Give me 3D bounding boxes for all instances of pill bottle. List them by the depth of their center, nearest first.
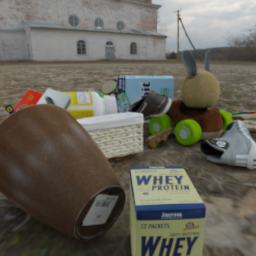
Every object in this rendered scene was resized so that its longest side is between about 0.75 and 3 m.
[{"bbox_3d":[-1.727,-0.472,9.423,2.580,1.451,1.451,-3,16,-13],"label":"pill bottle"}]

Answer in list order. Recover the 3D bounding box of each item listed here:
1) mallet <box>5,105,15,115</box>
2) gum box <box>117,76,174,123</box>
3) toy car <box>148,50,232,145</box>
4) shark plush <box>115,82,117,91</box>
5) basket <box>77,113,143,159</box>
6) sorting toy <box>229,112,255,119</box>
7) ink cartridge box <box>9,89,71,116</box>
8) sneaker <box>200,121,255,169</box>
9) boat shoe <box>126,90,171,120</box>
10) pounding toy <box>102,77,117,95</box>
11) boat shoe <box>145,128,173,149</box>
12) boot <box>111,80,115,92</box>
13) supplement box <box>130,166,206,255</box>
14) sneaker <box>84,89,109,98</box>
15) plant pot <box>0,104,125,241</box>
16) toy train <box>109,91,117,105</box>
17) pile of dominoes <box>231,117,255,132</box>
[{"bbox_3d":[-2.491,0.075,7.144,0.664,2.015,0.415,-34,-20,-1],"label":"mallet"},{"bbox_3d":[0.645,-1.090,10.864,2.110,1.793,0.470,-1,22,0],"label":"gum box"},{"bbox_3d":[2.110,-1.116,9.199,2.282,2.778,2.192,-14,21,-41],"label":"toy car"},{"bbox_3d":[0.092,-2.129,16.211,2.188,0.994,0.911,17,-31,-14],"label":"shark plush"},{"bbox_3d":[-0.506,0.211,7.513,1.687,1.041,1.144,-10,9,-20],"label":"basket"},{"bbox_3d":[4.405,-0.521,11.141,1.516,0.203,1.129,-7,10,-18],"label":"sorting toy"},{"bbox_3d":[-2.663,-0.468,8.095,1.467,0.368,1.691,18,54,6],"label":"ink cartridge box"},{"bbox_3d":[2.597,0.354,7.658,1.294,0.841,2.241,0,19,6],"label":"sneaker"},{"bbox_3d":[0.443,-0.709,9.548,0.779,0.914,2.735,34,-21,-17],"label":"boat shoe"},{"bbox_3d":[-0.890,-2.153,14.986,0.843,1.092,0.507,-2,-30,32],"label":"pounding toy"},{"bbox_3d":[1.008,0.341,8.514,1.030,0.370,0.350,-24,62,-25],"label":"boat shoe"},{"bbox_3d":[0.399,-2.759,18.346,2.513,0.860,2.365,-12,20,-38],"label":"boot"},{"bbox_3d":[0.448,1.297,3.806,0.804,1.196,1.197,-1,16,-3],"label":"supplement box"},{"bbox_3d":[-1.548,-1.097,11.991,1.077,0.987,2.529,28,9,-3],"label":"sneaker"},{"bbox_3d":[-1.068,0.837,4.714,1.916,1.916,2.050,-15,34,-41],"label":"plant pot"},{"bbox_3d":[-0.021,-1.769,14.768,1.353,1.012,2.375,-13,10,34],"label":"toy train"},{"bbox_3d":[4.261,-0.056,10.373,1.910,0.390,2.450,-13,13,-37],"label":"pile of dominoes"}]
